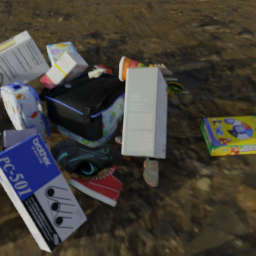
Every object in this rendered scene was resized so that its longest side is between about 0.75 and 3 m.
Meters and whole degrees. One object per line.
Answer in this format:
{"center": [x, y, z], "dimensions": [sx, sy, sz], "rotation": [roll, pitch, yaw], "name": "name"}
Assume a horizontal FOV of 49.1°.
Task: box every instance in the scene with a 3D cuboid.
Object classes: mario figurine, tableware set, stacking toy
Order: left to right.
{"center": [-0.064, 0.441, 10.622], "dimensions": [0.933, 0.801, 1.511], "rotation": [-6, 45, 2], "name": "mario figurine"}
{"center": [0.322, -2.117, 10.364], "dimensions": [1.238, 0.904, 0.904], "rotation": [9, 44, 8], "name": "stacking toy"}
{"center": [1.151, -1.583, 9.708], "dimensions": [1.275, 1.893, 0.290], "rotation": [13, 75, 44], "name": "tableware set"}

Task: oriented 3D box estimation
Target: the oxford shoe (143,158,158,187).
{"center": [0.802, 1.408, 9.658], "dimensions": [0.501, 0.522, 1.415], "rotation": [8, 33, -12], "name": "oxford shoe"}

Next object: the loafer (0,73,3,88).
{"center": [-5.249, -1.560, 10.903], "dimensions": [0.473, 1.357, 0.510], "rotation": [20, -5, -20], "name": "loafer"}

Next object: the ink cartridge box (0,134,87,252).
{"center": [-2.425, 1.764, 7.728], "dimensions": [0.644, 2.911, 1.369], "rotation": [-14, 16, 47], "name": "ink cartridge box"}

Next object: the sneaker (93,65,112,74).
{"center": [-1.113, -2.752, 14.159], "dimensions": [0.759, 0.689, 1.789], "rotation": [-21, 47, -27], "name": "sneaker"}

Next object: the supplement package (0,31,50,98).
{"center": [-5.060, -2.628, 11.882], "dimensions": [2.853, 1.563, 1.623], "rotation": [-32, 37, -8], "name": "supplement package"}

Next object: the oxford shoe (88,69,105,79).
{"center": [-1.105, -1.937, 10.053], "dimensions": [0.801, 0.231, 0.301], "rotation": [-10, -3, 40], "name": "oxford shoe"}

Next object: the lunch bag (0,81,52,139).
{"center": [-3.868, -0.685, 10.493], "dimensions": [1.020, 2.163, 2.699], "rotation": [-26, 26, -29], "name": "lunch bag"}

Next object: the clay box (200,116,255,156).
{"center": [4.386, 0.268, 10.942], "dimensions": [2.698, 0.642, 1.550], "rotation": [-4, 44, -3], "name": "clay box"}

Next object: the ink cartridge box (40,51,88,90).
{"center": [-2.506, -2.193, 11.143], "dimensions": [0.666, 1.598, 1.160], "rotation": [49, 17, 5], "name": "ink cartridge box"}

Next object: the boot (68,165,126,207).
{"center": [-0.942, 1.582, 8.730], "dimensions": [1.654, 0.599, 1.194], "rotation": [26, 73, -11], "name": "boot"}

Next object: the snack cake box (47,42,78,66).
{"center": [-3.432, -3.718, 14.938], "dimensions": [1.361, 0.795, 2.367], "rotation": [-14, 40, -16], "name": "snack cake box"}

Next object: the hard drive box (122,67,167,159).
{"center": [0.622, -0.363, 9.071], "dimensions": [1.010, 2.049, 2.629], "rotation": [2, 82, 16], "name": "hard drive box"}

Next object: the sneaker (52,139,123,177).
{"center": [-1.141, 1.152, 9.092], "dimensions": [2.768, 1.043, 1.097], "rotation": [11, 31, -46], "name": "sneaker"}

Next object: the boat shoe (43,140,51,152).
{"center": [-3.715, 0.818, 9.984], "dimensions": [1.877, 0.800, 0.693], "rotation": [-15, 39, -26], "name": "boat shoe"}

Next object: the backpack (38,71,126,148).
{"center": [-1.411, -0.845, 10.993], "dimensions": [2.704, 2.171, 2.955], "rotation": [23, 44, 23], "name": "backpack"}

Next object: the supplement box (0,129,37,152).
{"center": [-3.443, 0.460, 8.753], "dimensions": [0.907, 1.666, 0.507], "rotation": [-4, 80, -28], "name": "supplement box"}
